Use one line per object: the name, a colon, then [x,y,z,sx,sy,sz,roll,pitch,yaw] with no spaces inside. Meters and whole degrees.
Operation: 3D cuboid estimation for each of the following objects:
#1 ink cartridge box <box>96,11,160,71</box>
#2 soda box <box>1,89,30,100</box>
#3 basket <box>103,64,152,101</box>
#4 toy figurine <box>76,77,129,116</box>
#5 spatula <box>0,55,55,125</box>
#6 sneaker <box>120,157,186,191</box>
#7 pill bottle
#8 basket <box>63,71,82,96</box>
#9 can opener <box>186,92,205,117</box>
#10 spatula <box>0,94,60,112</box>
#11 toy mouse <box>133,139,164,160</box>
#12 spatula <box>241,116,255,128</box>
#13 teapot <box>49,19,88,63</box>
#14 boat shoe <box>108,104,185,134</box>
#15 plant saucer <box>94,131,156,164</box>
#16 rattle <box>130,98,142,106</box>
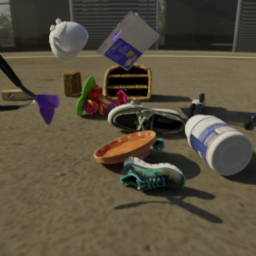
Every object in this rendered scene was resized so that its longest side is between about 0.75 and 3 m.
ink cartridge box: [-0.039,-4.104,13.202,2.439,2.416,0.529,17,36,-51]
soda box: [-6.435,-1.901,16.070,1.456,0.493,0.466,-3,20,-8]
basket: [0.018,-2.698,16.137,2.727,1.946,2.031,2,19,6]
toy figurine: [-1.053,-1.230,13.263,2.080,1.697,2.260,14,45,11]
spatula: [-2.607,-0.979,7.198,0.256,2.490,0.704,-12,50,22]
sneaker: [0.573,1.341,7.244,1.786,0.693,0.815,6,36,27]
pill bottle: [2.632,0.385,8.684,1.287,1.287,2.317,-3,20,-9]
basket: [-3.318,-2.647,16.787,1.042,1.399,0.998,-2,20,-5]
can opener: [3.345,-1.187,13.689,0.628,0.787,2.355,8,21,20]
spatula: [-2.576,-0.559,6.881,1.752,0.180,0.495,-11,53,-12]
toy mouse: [0.646,0.711,8.940,1.636,0.317,1.454,-28,20,-36]
spatula: [5.287,-0.315,12.113,0.611,0.222,2.162,4,19,38]
teapot: [-2.754,-3.870,12.156,1.394,1.884,1.909,35,-15,-33]
boat shoe: [0.704,-0.298,10.892,2.974,1.052,0.947,1,18,-2]
plant saucer: [-0.073,0.622,8.671,2.007,0.324,2.007,-18,11,4]
rattle: [0.108,-0.787,13.159,0.903,0.823,1.265,-3,44,26]
